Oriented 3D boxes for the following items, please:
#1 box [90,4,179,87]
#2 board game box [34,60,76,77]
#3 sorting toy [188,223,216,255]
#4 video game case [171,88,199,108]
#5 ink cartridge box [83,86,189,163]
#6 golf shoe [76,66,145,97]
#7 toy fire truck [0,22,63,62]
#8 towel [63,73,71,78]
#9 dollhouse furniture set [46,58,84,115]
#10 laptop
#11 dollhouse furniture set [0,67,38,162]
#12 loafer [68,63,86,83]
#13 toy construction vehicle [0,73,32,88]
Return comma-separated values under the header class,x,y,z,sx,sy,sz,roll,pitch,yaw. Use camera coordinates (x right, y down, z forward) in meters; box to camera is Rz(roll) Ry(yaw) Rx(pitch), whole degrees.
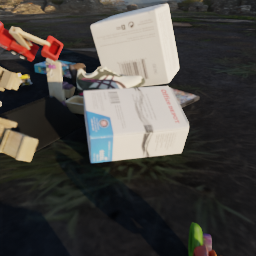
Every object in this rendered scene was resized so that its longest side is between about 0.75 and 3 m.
class,x,y,z,sx,sy,sz,roll,pitch,yaw
box,0.344,-2.977,10.491,2.542,2.556,1.670,-3,27,25
board game box,-3.373,-2.836,13.215,1.620,0.380,1.223,15,30,26
sorting toy,1.092,1.784,3.788,0.465,0.681,1.134,4,9,7
video game case,1.666,-1.085,9.997,1.281,0.163,1.158,23,35,38
ink cartridge box,0.109,-0.142,6.831,2.242,0.938,1.626,-5,45,-11
golf shoe,-0.623,-1.620,9.554,2.383,1.050,0.920,-8,13,5
toy fire truck,-2.640,-2.162,6.950,1.811,0.442,1.277,25,-14,-23
towel,-2.399,-2.309,12.505,0.822,0.093,0.592,18,30,28
dollhouse furniture set,-1.581,-1.463,9.071,2.311,1.640,1.831,10,27,17
laptop,-2.870,-0.072,8.052,2.270,1.173,2.012,-12,14,39
dollhouse furniture set,-3.025,-0.574,6.220,2.246,1.987,1.249,14,-6,32
loafer,-1.925,-2.139,10.883,0.645,0.663,1.816,-18,11,-9
toy construction vehicle,-4.170,-1.803,10.516,1.171,0.412,1.019,-14,5,-32
